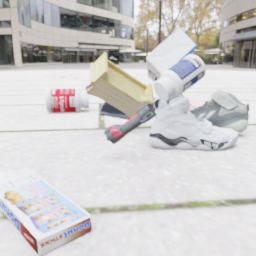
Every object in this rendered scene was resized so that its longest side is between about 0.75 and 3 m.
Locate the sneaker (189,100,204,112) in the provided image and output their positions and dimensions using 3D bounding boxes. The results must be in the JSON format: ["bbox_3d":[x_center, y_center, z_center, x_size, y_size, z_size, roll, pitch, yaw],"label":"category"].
[{"bbox_3d":[3.067,-0.831,12.359,1.785,0.672,0.933,16,16,34],"label":"sneaker"}]

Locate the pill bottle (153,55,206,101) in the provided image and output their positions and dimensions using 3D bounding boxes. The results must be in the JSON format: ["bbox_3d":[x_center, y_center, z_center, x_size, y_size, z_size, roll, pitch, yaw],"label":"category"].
[{"bbox_3d":[0.909,-0.886,5.023,0.916,0.508,0.508,-36,29,-20],"label":"pill bottle"}]

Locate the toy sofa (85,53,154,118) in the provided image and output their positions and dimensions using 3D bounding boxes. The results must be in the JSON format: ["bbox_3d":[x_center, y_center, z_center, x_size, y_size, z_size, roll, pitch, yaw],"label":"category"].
[{"bbox_3d":[-0.293,-1.403,9.723,2.376,0.984,1.160,27,-47,-34],"label":"toy sofa"}]

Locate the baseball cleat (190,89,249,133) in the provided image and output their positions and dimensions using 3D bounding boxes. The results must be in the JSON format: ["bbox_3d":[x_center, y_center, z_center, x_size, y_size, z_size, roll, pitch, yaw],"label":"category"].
[{"bbox_3d":[2.661,-0.598,9.820,2.921,1.554,1.018,3,19,17],"label":"baseball cleat"}]

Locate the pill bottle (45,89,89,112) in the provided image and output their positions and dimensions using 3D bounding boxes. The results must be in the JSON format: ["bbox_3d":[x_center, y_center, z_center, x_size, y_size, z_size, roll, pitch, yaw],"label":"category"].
[{"bbox_3d":[-2.863,-1.315,13.341,1.979,1.111,1.111,-2,15,-7],"label":"pill bottle"}]

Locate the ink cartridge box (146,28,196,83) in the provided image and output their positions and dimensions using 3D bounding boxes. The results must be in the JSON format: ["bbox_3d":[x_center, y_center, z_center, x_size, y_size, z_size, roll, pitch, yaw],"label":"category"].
[{"bbox_3d":[1.251,-1.953,8.553,1.256,0.723,2.168,-43,-7,1],"label":"ink cartridge box"}]

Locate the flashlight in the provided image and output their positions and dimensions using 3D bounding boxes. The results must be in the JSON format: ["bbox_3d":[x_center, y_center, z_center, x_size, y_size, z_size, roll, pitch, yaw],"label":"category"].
[{"bbox_3d":[0.043,-0.127,7.140,1.449,0.491,0.492,-36,0,25],"label":"flashlight"}]

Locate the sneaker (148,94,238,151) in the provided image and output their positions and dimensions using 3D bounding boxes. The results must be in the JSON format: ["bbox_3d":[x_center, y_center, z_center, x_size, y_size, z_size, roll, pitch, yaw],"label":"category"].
[{"bbox_3d":[1.960,-0.196,8.313,2.698,1.551,1.014,0,15,0],"label":"sneaker"}]

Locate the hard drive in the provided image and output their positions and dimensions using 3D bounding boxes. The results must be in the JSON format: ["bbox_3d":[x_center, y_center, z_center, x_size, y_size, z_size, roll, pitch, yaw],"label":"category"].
[{"bbox_3d":[0.258,-1.049,13.280,1.971,0.618,2.922,12,19,37],"label":"hard drive"}]

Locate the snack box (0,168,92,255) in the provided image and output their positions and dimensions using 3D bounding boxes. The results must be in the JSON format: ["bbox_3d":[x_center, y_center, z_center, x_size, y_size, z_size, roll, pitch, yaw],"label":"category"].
[{"bbox_3d":[-1.733,1.329,5.043,0.909,0.308,2.530,-13,20,-39],"label":"snack box"}]
